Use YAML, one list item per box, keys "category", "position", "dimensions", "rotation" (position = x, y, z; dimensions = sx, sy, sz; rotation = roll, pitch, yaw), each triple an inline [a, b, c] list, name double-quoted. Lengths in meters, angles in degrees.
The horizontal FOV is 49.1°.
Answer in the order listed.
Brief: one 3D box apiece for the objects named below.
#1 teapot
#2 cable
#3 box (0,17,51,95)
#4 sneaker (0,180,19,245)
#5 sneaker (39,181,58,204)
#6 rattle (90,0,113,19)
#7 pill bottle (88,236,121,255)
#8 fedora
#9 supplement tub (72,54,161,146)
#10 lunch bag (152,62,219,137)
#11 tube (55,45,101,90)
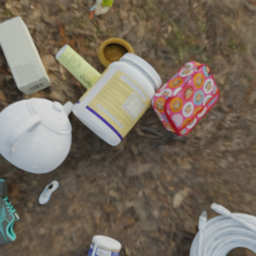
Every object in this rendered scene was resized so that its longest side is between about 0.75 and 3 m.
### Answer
- category: "teapot"
  position: [-2.445, -0.001, 7.787]
  dimensions: [1.715, 2.317, 2.348]
  rotation: [-47, 47, 16]
- category: "cable"
  position: [2.994, 3.696, 7.423]
  dimensions: [2.716, 0.940, 2.716]
  rotation: [17, 81, 30]
- category: "box"
  position: [-3.443, -2.336, 9.159]
  dimensions: [0.956, 0.796, 2.327]
  rotation: [-23, 79, -3]
- category: "sneaker"
  position: [-3.634, 2.502, 8.269]
  dimensions: [0.881, 0.750, 1.932]
  rotation: [3, 89, -1]
- category: "sneaker"
  position: [-2.481, 1.960, 8.539]
  dimensions: [0.299, 0.346, 0.798]
  rotation: [31, 81, 10]
- category: "rattle"
  position: [-1.135, -4.225, 9.452]
  dimensions: [0.832, 0.758, 1.164]
  rotation: [44, 73, 2]
- category: "pill bottle"
  position: [-0.798, 3.898, 7.900]
  dimensions: [0.841, 0.841, 1.454]
  rotation: [17, 80, 3]
- category: "fedora"
  position: [-0.414, -2.381, 9.328]
  dimensions: [1.216, 0.496, 1.216]
  rotation: [1, 80, -7]
- category: "supplement tub"
  position: [-0.295, -0.855, 8.394]
  dimensions: [1.721, 1.721, 2.368]
  rotation: [39, 81, 7]
- category: "lunch bag"
  position: [1.811, -0.784, 8.505]
  dimensions: [2.027, 1.785, 0.830]
  rotation: [-46, 39, -12]
- category: "tube"
  position: [-1.312, -1.682, 8.779]
  dimensions: [0.599, 2.063, 0.536]
  rotation: [-30, 35, 25]
